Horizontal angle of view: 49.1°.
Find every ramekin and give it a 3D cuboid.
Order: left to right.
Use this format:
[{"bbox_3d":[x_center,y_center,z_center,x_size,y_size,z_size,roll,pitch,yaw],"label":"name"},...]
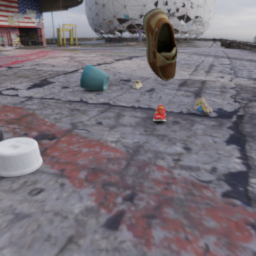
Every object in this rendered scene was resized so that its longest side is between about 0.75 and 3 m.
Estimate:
[{"bbox_3d":[-3.297,0.815,8.289,1.383,0.674,1.383,0,20,0],"label":"ramekin"}]

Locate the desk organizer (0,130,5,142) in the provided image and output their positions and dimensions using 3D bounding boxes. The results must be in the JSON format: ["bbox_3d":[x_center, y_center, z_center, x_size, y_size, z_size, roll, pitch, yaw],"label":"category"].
[{"bbox_3d":[-5.001,0.606,8.833,0.755,0.703,1.961,12,23,34],"label":"desk organizer"}]

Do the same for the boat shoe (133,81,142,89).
[{"bbox_3d":[0.618,-2.892,18.445,0.476,0.447,1.292,5,21,12],"label":"boat shoe"}]

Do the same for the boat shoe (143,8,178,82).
[{"bbox_3d":[0.703,-1.560,5.691,0.614,1.622,0.599,-27,48,-2],"label":"boat shoe"}]

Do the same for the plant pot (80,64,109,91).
[{"bbox_3d":[-2.003,-3.007,17.480,1.457,1.551,1.551,19,24,8],"label":"plant pot"}]

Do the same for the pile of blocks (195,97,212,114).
[{"bbox_3d":[3.635,-0.933,13.449,0.449,0.593,1.445,39,22,-20],"label":"pile of blocks"}]

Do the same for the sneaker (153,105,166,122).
[{"bbox_3d":[1.385,-0.660,12.305,0.542,0.598,1.408,2,21,5],"label":"sneaker"}]
